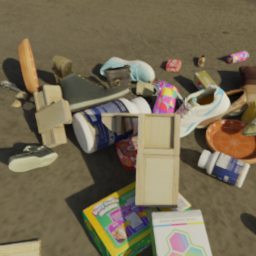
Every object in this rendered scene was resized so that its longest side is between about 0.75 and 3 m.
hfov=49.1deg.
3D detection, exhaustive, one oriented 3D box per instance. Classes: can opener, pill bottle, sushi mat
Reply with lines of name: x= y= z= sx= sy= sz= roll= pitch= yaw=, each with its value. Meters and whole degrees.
can opener: x=-5.017 y=-1.734 z=12.174 sx=1.096 sy=0.367 sz=0.292 roll=24 pitch=44 yaw=7
pill bottle: x=2.849 y=1.181 z=8.467 sx=1.354 sy=0.752 sz=0.752 roll=23 pitch=46 yaw=24
pill bottle: x=-0.510 y=-0.199 z=9.560 sx=2.492 sy=1.384 sz=1.384 roll=-22 pitch=46 yaw=-23
sushi mat: x=-3.294 y=3.336 z=6.496 sx=2.444 sy=0.148 sz=1.169 roll=-6 pitch=41 yaw=-6

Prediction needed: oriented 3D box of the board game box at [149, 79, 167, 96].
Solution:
board game box: x=1.354 y=-1.706 z=12.084 sx=0.934 sy=0.288 sz=0.935 roll=11 pitch=44 yaw=12

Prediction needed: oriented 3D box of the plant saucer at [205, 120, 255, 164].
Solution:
plant saucer: x=3.678 y=0.471 z=9.599 sx=2.028 sy=0.327 sz=2.028 roll=0 pitch=41 yaw=0

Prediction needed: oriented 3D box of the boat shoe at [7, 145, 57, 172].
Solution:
boat shoe: x=-2.896 y=0.861 z=8.321 sx=0.621 sy=0.659 sz=1.836 roll=51 pitch=19 yaw=12

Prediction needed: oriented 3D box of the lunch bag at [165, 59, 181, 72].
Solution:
lunch bag: x=2.143 y=-3.025 z=13.575 sx=0.720 sy=0.335 sz=0.817 roll=10 pitch=42 yaw=18

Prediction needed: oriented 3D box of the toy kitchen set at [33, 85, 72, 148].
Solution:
toy kitchen set: x=-1.928 y=-0.496 z=9.523 sx=1.597 sy=1.957 sz=1.766 roll=-18 pitch=-9 yaw=42

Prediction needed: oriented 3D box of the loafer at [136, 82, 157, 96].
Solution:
loafer: x=0.736 y=-1.532 z=11.030 sx=0.493 sy=0.546 sz=1.443 roll=7 pitch=8 yaw=26

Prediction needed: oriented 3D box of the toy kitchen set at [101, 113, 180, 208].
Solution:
toy kitchen set: x=0.284 y=0.736 z=7.878 sx=2.069 sy=2.288 sz=2.536 roll=2 pitch=-1 yaw=6

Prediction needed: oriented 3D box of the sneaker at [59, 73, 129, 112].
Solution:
sneaker: x=-1.138 y=-1.383 z=9.466 sx=2.245 sy=1.193 sz=0.840 roll=-16 pitch=0 yaw=-13

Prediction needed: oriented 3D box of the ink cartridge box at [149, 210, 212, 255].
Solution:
ink cartridge box: x=1.117 y=2.810 z=5.683 sx=1.104 sy=0.630 sz=2.126 roll=-2 pitch=52 yaw=-4

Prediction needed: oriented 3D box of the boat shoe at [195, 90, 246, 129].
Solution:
boat shoe: x=3.320 y=-0.803 z=10.513 sx=2.607 sy=0.936 sz=0.987 roll=-23 pitch=44 yaw=-18

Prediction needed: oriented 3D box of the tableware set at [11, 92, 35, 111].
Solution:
tableware set: x=-4.223 y=-1.097 z=11.506 sx=1.084 sy=0.126 sz=0.905 roll=14 pitch=49 yaw=10

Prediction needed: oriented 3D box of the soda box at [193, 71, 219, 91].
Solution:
soda box: x=3.310 y=-1.665 z=11.641 sx=0.499 sy=0.528 sz=1.558 roll=-17 pitch=53 yaw=-11

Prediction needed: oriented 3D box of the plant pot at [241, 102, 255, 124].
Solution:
plant pot: x=4.867 y=-0.536 z=10.357 sx=1.123 sy=0.797 sz=1.123 roll=-1 pitch=40 yaw=1

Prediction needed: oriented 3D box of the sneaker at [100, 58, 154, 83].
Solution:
sneaker: x=-0.126 y=-2.312 z=12.218 sx=2.707 sy=1.001 sz=1.109 roll=19 pitch=55 yaw=40

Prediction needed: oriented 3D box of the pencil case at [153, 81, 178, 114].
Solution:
pencil case: x=1.210 y=-0.686 z=9.746 sx=0.781 sy=0.781 sz=1.766 roll=9 pitch=67 yaw=10

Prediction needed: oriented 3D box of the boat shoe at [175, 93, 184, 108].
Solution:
boat shoe: x=1.961 y=-1.162 z=11.414 sx=0.329 sy=0.366 sz=1.034 roll=-16 pitch=46 yaw=-18

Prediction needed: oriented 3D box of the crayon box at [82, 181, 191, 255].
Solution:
crayon box: x=0.227 y=2.262 z=7.272 sx=2.433 sy=0.709 sz=1.445 roll=-24 pitch=47 yaw=-25

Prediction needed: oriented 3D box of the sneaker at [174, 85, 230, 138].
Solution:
sneaker: x=2.102 y=-0.549 z=9.561 sx=2.551 sy=1.030 sz=0.976 roll=-34 pitch=49 yaw=18

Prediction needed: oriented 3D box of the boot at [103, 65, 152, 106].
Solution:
boot: x=0.033 y=-1.568 z=10.749 sx=1.944 sy=1.693 sz=0.673 roll=-8 pitch=24 yaw=-15

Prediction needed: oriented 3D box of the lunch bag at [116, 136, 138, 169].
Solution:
lunch bag: x=0.392 y=0.655 z=9.097 sx=1.526 sy=0.625 sz=1.344 roll=-12 pitch=30 yaw=-14

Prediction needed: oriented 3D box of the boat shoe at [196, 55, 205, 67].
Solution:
boat shoe: x=3.615 y=-3.343 z=13.906 sx=0.349 sy=0.331 sz=0.922 roll=11 pitch=43 yaw=12

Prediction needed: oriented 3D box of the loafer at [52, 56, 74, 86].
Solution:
loafer: x=-2.683 y=-2.333 z=11.479 sx=0.686 sy=2.033 sz=0.773 roll=43 pitch=66 yaw=3

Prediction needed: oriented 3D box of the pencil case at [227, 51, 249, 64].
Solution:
pencil case: x=5.493 y=-3.528 z=14.020 sx=1.110 sy=0.491 sz=0.491 roll=-19 pitch=45 yaw=-21

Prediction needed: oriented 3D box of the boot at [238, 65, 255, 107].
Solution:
boot: x=6.033 y=-1.789 z=11.454 sx=2.847 sy=1.030 sz=2.369 roll=3 pitch=50 yaw=13

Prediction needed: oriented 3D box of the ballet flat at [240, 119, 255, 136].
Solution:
ballet flat: x=4.735 y=-0.213 z=9.118 sx=2.102 sy=0.743 sz=0.743 roll=-9 pitch=35 yaw=30

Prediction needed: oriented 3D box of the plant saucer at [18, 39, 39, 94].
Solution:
plant saucer: x=-4.046 y=-2.416 z=11.378 sx=0.425 sy=2.270 sz=2.270 roll=-10 pitch=42 yaw=-12
